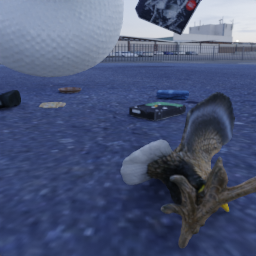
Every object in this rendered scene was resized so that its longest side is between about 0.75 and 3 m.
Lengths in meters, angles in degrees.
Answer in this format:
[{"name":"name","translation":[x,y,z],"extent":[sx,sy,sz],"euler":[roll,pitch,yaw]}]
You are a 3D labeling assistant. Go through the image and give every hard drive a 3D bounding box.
[{"name":"hard drive","translation":[0.955,-0.563,8.962],"extent":[1.097,0.297,1.570],"euler":[15,22,42]}]

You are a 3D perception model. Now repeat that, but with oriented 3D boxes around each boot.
[{"name":"boot","translation":[-4.725,-0.985,10.087],"extent":[1.300,0.587,1.586],"euler":[-6,15,-2]}]

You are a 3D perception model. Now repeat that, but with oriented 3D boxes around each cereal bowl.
[{"name":"cereal bowl","translation":[-1.212,-2.073,4.252],"extent":[2.477,2.477,1.032],"euler":[-5,-20,-16]}]

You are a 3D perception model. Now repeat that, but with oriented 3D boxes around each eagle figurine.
[{"name":"eagle figurine","translation":[0.814,0.469,3.602],"extent":[1.515,1.507,1.997],"euler":[-8,25,10]}]

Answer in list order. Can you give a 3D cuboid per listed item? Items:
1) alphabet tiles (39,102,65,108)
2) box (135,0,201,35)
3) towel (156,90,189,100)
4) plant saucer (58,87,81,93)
[{"name":"alphabet tiles","translation":[-2.846,-0.871,10.575],"extent":[0.877,0.033,1.054],"euler":[-1,15,-5]},{"name":"box","translation":[1.370,-4.276,9.430],"extent":[1.735,1.580,0.903],"euler":[13,40,-21]},{"name":"towel","translation":[1.923,-1.427,12.046],"extent":[1.341,0.325,0.749],"euler":[4,15,17]},{"name":"plant saucer","translation":[-2.881,-1.866,13.903],"extent":[1.124,0.180,1.124],"euler":[1,16,0]}]
